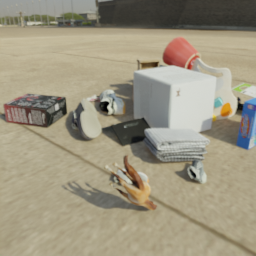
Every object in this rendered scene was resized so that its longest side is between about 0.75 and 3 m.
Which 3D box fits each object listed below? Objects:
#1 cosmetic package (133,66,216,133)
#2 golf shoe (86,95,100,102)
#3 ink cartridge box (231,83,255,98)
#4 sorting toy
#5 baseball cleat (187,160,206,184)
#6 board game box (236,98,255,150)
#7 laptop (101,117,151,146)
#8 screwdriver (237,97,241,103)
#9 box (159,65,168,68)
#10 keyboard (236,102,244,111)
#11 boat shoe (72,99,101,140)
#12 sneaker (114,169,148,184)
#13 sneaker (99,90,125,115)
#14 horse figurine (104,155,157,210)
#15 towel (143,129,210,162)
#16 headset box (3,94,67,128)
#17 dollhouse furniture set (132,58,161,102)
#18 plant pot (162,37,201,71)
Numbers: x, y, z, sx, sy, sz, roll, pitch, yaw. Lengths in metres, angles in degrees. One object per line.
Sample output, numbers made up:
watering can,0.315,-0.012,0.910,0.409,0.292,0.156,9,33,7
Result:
cosmetic package,1.796,-1.168,11.596,2.234,2.220,2.669,-13,26,-27
golf shoe,-1.815,-1.574,14.802,0.813,0.374,0.295,-4,25,-5
ink cartridge box,6.024,-1.228,13.006,2.240,0.848,1.655,29,36,33
sorting toy,3.481,-1.786,12.389,2.625,2.363,1.403,30,48,31
baseball cleat,2.004,1.211,8.373,0.575,0.376,1.079,27,19,-15
board game box,4.945,-0.339,10.373,2.263,1.721,0.509,-18,30,-36
laptop,-0.024,0.181,11.221,1.527,0.945,1.631,-14,56,-28
screwdriver,5.884,-1.348,14.642,0.164,0.157,1.124,34,28,-15
box,1.859,-3.056,16.878,0.773,1.384,1.960,-19,31,-36
keyboard,5.406,-1.192,13.902,2.008,0.398,1.045,18,32,38
boat shoe,-1.815,-0.212,11.530,0.919,1.065,2.931,-41,28,13
sneaker,0.068,1.500,7.973,1.044,0.395,0.480,5,31,30
sneaker,-1.031,-1.261,13.507,0.993,0.857,2.266,-13,26,-25
horse figurine,0.092,1.342,6.351,1.297,1.958,0.489,34,66,18
towel,1.588,0.553,9.495,1.857,0.795,1.538,0,15,-12
headset box,-4.189,-0.844,12.518,2.337,0.877,1.737,7,25,15
dollhouse furniture set,1.535,-2.432,14.771,2.753,1.950,2.997,-8,25,-16
plant pot,2.516,-3.254,12.839,1.442,1.442,1.276,-19,50,-36
